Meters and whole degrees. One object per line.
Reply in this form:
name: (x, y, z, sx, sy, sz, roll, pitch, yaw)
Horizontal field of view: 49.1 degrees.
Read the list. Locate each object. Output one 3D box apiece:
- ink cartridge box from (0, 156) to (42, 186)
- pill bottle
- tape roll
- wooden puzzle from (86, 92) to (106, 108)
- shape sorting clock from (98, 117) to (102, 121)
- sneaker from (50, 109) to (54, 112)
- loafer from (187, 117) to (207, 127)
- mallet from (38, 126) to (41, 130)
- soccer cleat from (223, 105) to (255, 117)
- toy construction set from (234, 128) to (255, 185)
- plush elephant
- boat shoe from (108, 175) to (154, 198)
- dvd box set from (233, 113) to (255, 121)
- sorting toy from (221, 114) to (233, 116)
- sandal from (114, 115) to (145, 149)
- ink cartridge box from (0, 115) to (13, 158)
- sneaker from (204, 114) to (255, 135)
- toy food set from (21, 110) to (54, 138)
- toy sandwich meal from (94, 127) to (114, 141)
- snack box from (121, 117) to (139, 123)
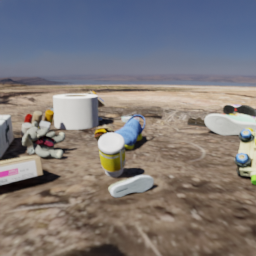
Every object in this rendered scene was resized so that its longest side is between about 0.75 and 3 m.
ink cartridge box: (-2.885, 1.034, 6.731, 1.311, 0.492, 1.080, -9, 1, -37)
pill bottle: (-0.388, 0.719, 7.038, 0.634, 1.128, 0.634, -1, 44, 1)
tape roll: (-2.546, -0.844, 13.739, 2.169, 1.489, 2.169, 0, 13, 0)
wooden puzzle: (-1.789, -1.555, 15.139, 1.116, 0.279, 1.205, 41, -21, -23)
shape sorting clock: (-1.871, -0.502, 15.301, 0.933, 0.183, 0.933, 0, 12, 0)
sneaker: (-3.409, -1.283, 16.542, 2.488, 1.188, 0.987, -8, 14, -32)
loafer: (3.484, -0.309, 13.808, 1.169, 0.417, 0.427, 6, 13, 25)
mallet: (-3.118, 0.293, 10.266, 0.169, 0.270, 0.820, -17, 63, -42)
soccer cleat: (6.606, -0.969, 16.244, 0.842, 0.785, 2.301, 0, 9, -28)
toy construction set: (3.628, 0.550, 6.965, 1.713, 1.203, 2.612, 2, 35, 31)
plush elephant: (-2.738, 0.341, 8.813, 1.334, 1.033, 1.098, -8, 41, 9)
boat shoe: (0.062, 1.285, 6.372, 1.073, 0.386, 0.333, -8, 13, -24)
dvd box set: (6.316, -0.518, 14.995, 1.215, 0.179, 0.889, 16, 19, 29)
sorting toy: (5.380, -0.581, 15.375, 1.255, 0.304, 2.228, 8, 14, 33)
sandal: (0.075, 0.084, 10.270, 0.896, 0.982, 2.255, 25, 19, 8)
ink cartridge box: (-5.058, 0.277, 9.475, 1.827, 1.035, 2.492, -3, 12, -13)
sneaker: (4.477, -0.199, 12.219, 2.264, 0.833, 1.335, 13, 20, 11)
toy food set: (-3.792, 0.071, 11.587, 1.039, 0.980, 2.177, 13, 28, -9)
toy sandwich meal: (-0.895, 0.249, 10.485, 0.850, 0.291, 0.850, 3, -28, 2)
snack box: (0.107, -0.461, 15.001, 0.837, 0.222, 0.595, -6, 12, -24)
